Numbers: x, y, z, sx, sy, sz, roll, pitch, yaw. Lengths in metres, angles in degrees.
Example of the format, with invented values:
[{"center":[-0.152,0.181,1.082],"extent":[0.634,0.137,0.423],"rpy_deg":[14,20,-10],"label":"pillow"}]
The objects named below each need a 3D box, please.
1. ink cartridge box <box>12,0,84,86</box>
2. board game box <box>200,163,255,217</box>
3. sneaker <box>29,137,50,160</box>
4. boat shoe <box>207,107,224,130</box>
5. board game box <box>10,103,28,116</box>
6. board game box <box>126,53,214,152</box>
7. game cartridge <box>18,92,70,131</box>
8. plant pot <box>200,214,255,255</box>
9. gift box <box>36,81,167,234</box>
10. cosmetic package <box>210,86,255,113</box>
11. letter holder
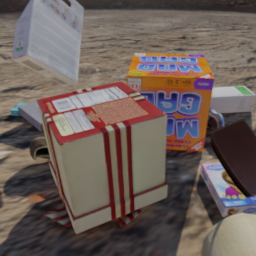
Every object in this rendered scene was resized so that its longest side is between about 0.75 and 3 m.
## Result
[{"center":[-2.470,-3.140,9.087],"extent":[0.743,2.967,2.388],"rpy_deg":[-5,-14,26],"label":"ink cartridge box"},{"center":[3.092,1.577,7.613],"extent":[1.757,0.362,1.753],"rpy_deg":[-3,30,-6],"label":"board game box"},{"center":[-2.006,0.654,8.775],"extent":[2.071,0.729,0.782],"rpy_deg":[-8,39,-6],"label":"sneaker"},{"center":[3.104,-0.266,10.675],"extent":[0.674,0.673,1.863],"rpy_deg":[-6,20,0],"label":"boat shoe"},{"center":[-4.280,-0.765,11.860],"extent":[1.057,0.248,0.798],"rpy_deg":[5,30,9],"label":"board game box"},{"center":[1.361,-1.008,9.890],"extent":[2.592,2.594,2.592],"rpy_deg":[3,30,5],"label":"board game box"},{"center":[-2.920,-0.739,11.386],"extent":[1.645,0.487,2.538],"rpy_deg":[28,37,34],"label":"game cartridge"},{"center":[2.136,2.603,4.179],"extent":[2.441,2.441,2.234],"rpy_deg":[0,18,0],"label":"plant pot"},{"center":[-0.855,0.670,6.837],"extent":[2.899,2.707,2.675],"rpy_deg":[-14,32,-16],"label":"gift box"},{"center":[4.249,-1.205,12.053],"extent":[1.961,0.832,1.055],"rpy_deg":[-4,32,-10],"label":"cosmetic package"},{"center":[2.369,0.742,6.087],"extent":[1.081,0.765,1.521],"rpy_deg":[-20,68,-24],"label":"letter holder"}]
